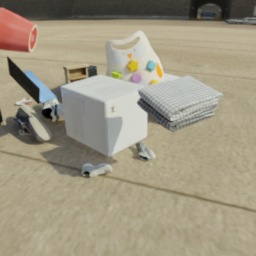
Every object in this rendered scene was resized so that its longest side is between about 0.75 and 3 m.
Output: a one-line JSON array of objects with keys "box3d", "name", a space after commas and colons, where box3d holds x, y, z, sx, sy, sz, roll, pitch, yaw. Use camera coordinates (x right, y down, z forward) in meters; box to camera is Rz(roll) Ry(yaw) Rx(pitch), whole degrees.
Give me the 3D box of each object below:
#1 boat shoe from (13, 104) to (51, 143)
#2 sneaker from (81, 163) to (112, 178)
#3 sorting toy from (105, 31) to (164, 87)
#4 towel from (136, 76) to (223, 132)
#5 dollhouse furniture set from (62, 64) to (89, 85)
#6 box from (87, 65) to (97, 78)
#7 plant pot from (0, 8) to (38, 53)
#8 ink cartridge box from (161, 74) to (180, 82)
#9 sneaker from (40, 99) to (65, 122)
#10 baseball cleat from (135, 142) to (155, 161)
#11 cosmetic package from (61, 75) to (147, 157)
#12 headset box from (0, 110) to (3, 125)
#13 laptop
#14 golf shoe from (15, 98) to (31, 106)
[{"box3d": [-4.145, -0.026, 11.879, 0.919, 1.065, 2.931, -49, 45, 0], "name": "boat shoe"}, {"box3d": [-1.039, 1.452, 9.177, 1.044, 0.395, 0.480, -2, 33, 13], "name": "sneaker"}, {"box3d": [0.134, -2.805, 12.088, 2.625, 2.363, 1.403, -18, 25, 3], "name": "sorting toy"}, {"box3d": [1.388, -0.707, 7.752, 1.857, 0.795, 1.538, -19, 39, -25], "name": "towel"}, {"box3d": [-1.900, -2.039, 13.980, 2.753, 1.950, 2.997, -18, 26, -34], "name": "dollhouse furniture set"}, {"box3d": [-2.603, -2.789, 16.471, 0.773, 1.384, 1.960, 13, 29, 23], "name": "box"}, {"box3d": [-4.024, -3.378, 10.066, 1.276, 1.442, 1.442, 15, 26, -6], "name": "plant pot"}, {"box3d": [2.372, -2.361, 15.824, 2.240, 0.848, 1.655, 17, 30, 13], "name": "ink cartridge box"}, {"box3d": [-3.782, -0.954, 13.393, 0.993, 0.857, 2.266, -21, 33, -35], "name": "sneaker"}, {"box3d": [0.502, 0.856, 10.296, 0.575, 0.376, 1.079, -18, 31, -32], "name": "baseball cleat"}, {"box3d": [-0.940, -0.622, 11.177, 2.669, 2.220, 2.234, 22, 34, 39], "name": "cosmetic package"}, {"box3d": [-6.860, -0.260, 11.953, 2.337, 0.877, 1.737, -2, 27, -5], "name": "headset box"}, {"box3d": [-3.295, -1.701, 9.795, 1.527, 1.631, 0.945, 44, 61, 4], "name": "laptop"}, {"box3d": [-5.560, -1.409, 14.846, 0.813, 0.374, 0.295, -15, 31, -25], "name": "golf shoe"}]
